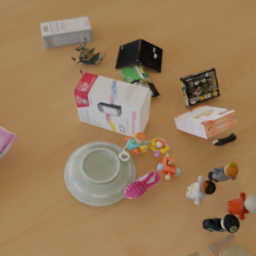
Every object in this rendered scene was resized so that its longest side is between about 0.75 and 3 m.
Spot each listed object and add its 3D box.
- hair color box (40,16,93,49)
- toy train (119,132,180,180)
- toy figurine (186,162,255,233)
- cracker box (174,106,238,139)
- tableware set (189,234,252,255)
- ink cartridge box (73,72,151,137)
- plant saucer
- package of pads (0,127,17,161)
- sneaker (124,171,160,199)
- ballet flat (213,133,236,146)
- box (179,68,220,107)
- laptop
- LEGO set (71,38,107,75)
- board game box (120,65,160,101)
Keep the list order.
[{"bbox_3d":[-3.243,-5.049,14.776,2.530,0.767,1.253,-12,55,-9],"label":"hair color box"},{"bbox_3d":[0.873,0.882,10.209,2.246,0.625,1.687,18,40,-2],"label":"toy train"},{"bbox_3d":[2.989,2.188,8.775,1.885,1.311,1.856,-21,79,-28],"label":"toy figurine"},{"bbox_3d":[2.893,-0.281,10.707,1.394,0.600,2.081,-22,17,-16],"label":"cracker box"},{"bbox_3d":[2.636,4.335,8.173,2.461,0.493,1.627,-17,44,-19],"label":"tableware set"},{"bbox_3d":[-0.592,-0.845,10.976,2.689,1.984,1.151,18,56,13],"label":"ink cartridge box"},{"bbox_3d":[-0.976,1.463,9.997,2.589,0.650,2.589,4,54,-5],"label":"plant saucer"},{"bbox_3d":[-5.023,0.737,10.060,1.135,0.713,1.883,33,83,7],"label":"package of pads"},{"bbox_3d":[0.450,1.990,9.543,1.356,0.598,0.551,-25,78,-20],"label":"sneaker"},{"bbox_3d":[3.769,0.470,11.017,1.116,0.371,0.317,-13,56,-22],"label":"ballet flat"},{"bbox_3d":[3.105,-1.753,12.093,1.603,1.280,0.395,-20,18,-11],"label":"box"},{"bbox_3d":[0.580,-3.468,14.043,2.039,1.053,1.807,21,53,-17],"label":"laptop"},{"bbox_3d":[-1.910,-3.135,13.596,1.670,0.729,2.571,5,67,6],"label":"LEGO set"},{"bbox_3d":[0.525,-2.046,12.934,1.134,0.254,2.165,-18,56,-10],"label":"board game box"}]
